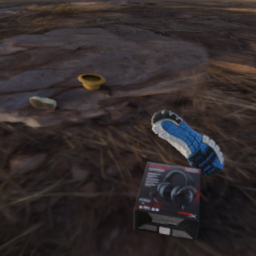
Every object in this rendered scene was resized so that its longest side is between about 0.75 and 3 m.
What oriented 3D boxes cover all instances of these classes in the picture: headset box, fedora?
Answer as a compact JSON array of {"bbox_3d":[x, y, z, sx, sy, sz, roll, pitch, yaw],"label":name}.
[{"bbox_3d":[1.003,1.627,6.778,1.399,0.726,1.880,7,33,12],"label":"headset box"},{"bbox_3d":[-1.723,-2.133,13.213,1.294,0.528,1.294,5,32,-3],"label":"fedora"}]

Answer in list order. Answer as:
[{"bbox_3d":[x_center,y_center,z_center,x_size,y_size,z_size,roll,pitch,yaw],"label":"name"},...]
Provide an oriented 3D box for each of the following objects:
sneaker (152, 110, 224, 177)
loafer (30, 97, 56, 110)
[{"bbox_3d":[1.637,0.360,7.716,2.334,0.875,1.012,43,5,0],"label":"sneaker"},{"bbox_3d":[-3.467,-1.019,11.501,1.151,0.436,0.393,16,32,8],"label":"loafer"}]
